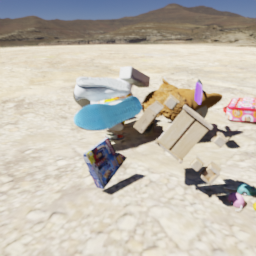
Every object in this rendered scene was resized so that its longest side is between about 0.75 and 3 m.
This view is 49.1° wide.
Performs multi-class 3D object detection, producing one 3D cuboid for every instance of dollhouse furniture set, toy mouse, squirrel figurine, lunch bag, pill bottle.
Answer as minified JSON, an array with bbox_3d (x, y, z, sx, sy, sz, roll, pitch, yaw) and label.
[{"bbox_3d":[1.383,0.143,6.571,2.170,1.125,0.961,39,21,5],"label":"dollhouse furniture set"},{"bbox_3d":[2.878,1.653,6.969,1.314,0.254,1.168,-13,25,-30],"label":"toy mouse"},{"bbox_3d":[1.679,-1.033,10.516,2.526,1.788,2.358,1,32,-37],"label":"squirrel figurine"},{"bbox_3d":[5.206,-0.841,12.693,1.729,0.804,1.963,6,21,26],"label":"lunch bag"},{"bbox_3d":[-0.441,-0.936,11.028,1.056,1.932,1.056,16,-17,5],"label":"pill bottle"}]

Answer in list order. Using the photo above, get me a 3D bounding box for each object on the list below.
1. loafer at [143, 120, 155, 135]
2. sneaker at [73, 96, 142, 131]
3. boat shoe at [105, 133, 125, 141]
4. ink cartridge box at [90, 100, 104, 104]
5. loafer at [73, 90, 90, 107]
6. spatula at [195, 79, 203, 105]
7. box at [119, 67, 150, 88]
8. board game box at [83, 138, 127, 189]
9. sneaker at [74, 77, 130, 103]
[{"bbox_3d":[0.829,-0.120,10.910,0.514,0.456,1.352,-14,33,18],"label":"loafer"},{"bbox_3d":[-0.742,-0.424,9.620,2.471,0.945,0.998,-15,0,-32],"label":"sneaker"},{"bbox_3d":[-0.488,0.311,10.101,0.764,0.239,0.272,0,28,23],"label":"boat shoe"},{"bbox_3d":[-0.928,-0.865,12.414,0.959,0.942,1.302,-16,26,-34],"label":"ink cartridge box"},{"bbox_3d":[-1.578,-1.433,14.042,2.475,0.936,0.845,15,23,12],"label":"loafer"},{"bbox_3d":[2.381,-1.331,9.408,0.234,0.643,2.276,5,21,14],"label":"spatula"},{"bbox_3d":[0.251,-1.767,9.877,0.502,0.418,1.222,3,-7,38],"label":"box"},{"bbox_3d":[-0.566,0.830,7.260,0.329,1.066,1.065,-2,27,48],"label":"board game box"},{"bbox_3d":[-0.886,-1.271,9.698,1.921,0.773,0.734,3,33,-18],"label":"sneaker"}]
